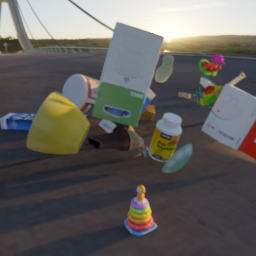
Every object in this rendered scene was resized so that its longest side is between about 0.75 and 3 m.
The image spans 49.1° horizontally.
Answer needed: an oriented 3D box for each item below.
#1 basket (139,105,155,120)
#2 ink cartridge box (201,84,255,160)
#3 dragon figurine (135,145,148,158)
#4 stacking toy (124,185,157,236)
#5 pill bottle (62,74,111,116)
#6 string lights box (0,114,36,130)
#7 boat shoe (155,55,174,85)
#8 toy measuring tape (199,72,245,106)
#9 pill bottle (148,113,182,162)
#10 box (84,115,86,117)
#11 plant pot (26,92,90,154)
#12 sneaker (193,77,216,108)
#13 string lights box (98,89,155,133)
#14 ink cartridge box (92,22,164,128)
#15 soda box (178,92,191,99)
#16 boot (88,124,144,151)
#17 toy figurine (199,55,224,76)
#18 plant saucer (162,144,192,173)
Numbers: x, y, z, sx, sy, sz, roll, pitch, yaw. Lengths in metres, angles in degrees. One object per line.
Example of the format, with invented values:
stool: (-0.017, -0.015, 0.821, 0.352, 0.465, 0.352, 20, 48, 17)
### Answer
basket: (0.642, -0.907, 13.111, 1.120, 0.799, 0.834, 1, 60, -15)
ink cartridge box: (3.755, -0.134, 9.092, 0.641, 1.827, 2.247, -1, 32, -47)
dragon figurine: (0.521, 0.860, 9.585, 0.246, 0.415, 0.834, 15, 46, 30)
stacking toy: (0.259, 1.714, 6.034, 0.582, 1.061, 0.616, -12, 25, -32)
pill bottle: (-1.306, -1.215, 11.804, 1.524, 1.524, 2.631, 19, 6, 42)
string lights box: (-4.599, -0.269, 12.324, 1.676, 0.494, 0.861, 2, 20, 6)
boat shoe: (1.379, -2.116, 10.595, 0.552, 0.519, 1.536, 18, 52, 9)
toy measuring tape: (3.228, -1.413, 9.859, 1.746, 0.642, 0.642, -39, 11, 18)
pill bottle: (1.195, 0.300, 8.912, 0.812, 1.486, 0.812, 11, 31, -6)
box: (-2.240, -0.686, 12.770, 0.641, 0.771, 1.876, 19, 21, -7)
plant pot: (-1.777, 0.035, 7.697, 1.224, 1.725, 1.725, 24, 21, -2)
sneaker: (3.536, -1.181, 12.082, 0.901, 1.059, 2.322, 19, 33, -25)
string lights box: (-0.081, -0.708, 11.139, 0.673, 2.281, 1.172, 41, -5, -29)
ink cartridge box: (-0.059, -1.614, 8.694, 1.492, 2.874, 0.852, 14, 13, -8)
soda box: (3.527, -2.036, 17.550, 0.252, 0.267, 0.787, -17, 26, -39)
boot: (-0.536, 0.257, 8.681, 1.506, 0.655, 1.811, 0, 13, -27)
toy figurine: (2.953, -2.155, 9.497, 0.806, 0.605, 0.742, 25, -25, -22)
plant saucer: (1.481, 0.950, 8.057, 1.152, 1.152, 0.222, -18, 53, -40)
